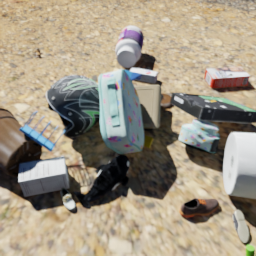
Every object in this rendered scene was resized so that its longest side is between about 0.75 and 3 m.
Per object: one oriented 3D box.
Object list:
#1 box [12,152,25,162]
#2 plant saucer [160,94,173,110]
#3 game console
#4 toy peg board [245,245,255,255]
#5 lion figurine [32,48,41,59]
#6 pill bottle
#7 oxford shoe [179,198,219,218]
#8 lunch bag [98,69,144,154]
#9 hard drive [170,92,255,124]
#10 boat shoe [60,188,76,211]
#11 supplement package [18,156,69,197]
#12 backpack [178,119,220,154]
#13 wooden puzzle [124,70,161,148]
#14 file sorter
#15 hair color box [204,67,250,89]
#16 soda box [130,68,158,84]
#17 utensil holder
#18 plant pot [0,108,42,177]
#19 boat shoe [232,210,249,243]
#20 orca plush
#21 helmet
[{"bbox_3d":[-3.737,0.669,8.778,0.922,0.502,0.590,19,76,-2],"label":"box"},{"bbox_3d":[1.449,-1.163,11.780,1.081,0.198,1.081,1,40,-1],"label":"plant saucer"},{"bbox_3d":[0.298,-0.766,10.947,1.860,1.636,1.083,12,-3,14],"label":"game console"},{"bbox_3d":[3.297,3.026,5.998,1.429,0.699,1.423,-12,22,-12],"label":"toy peg board"},{"bbox_3d":[-4.906,-3.999,15.163,0.495,0.293,0.809,-14,55,-28],"label":"lion figurine"},{"bbox_3d":[0.065,-4.123,14.362,1.314,1.314,2.359,5,44,6],"label":"pill bottle"},{"bbox_3d":[1.984,2.121,7.641,1.173,0.425,0.417,-11,41,-16],"label":"oxford shoe"},{"bbox_3d":[-0.258,-0.515,8.954,0.975,2.028,2.529,-12,73,16],"label":"lunch bag"},{"bbox_3d":[3.110,-0.721,10.154,2.676,0.506,1.870,1,22,-27],"label":"hard drive"},{"bbox_3d":[-1.724,2.011,7.906,0.290,0.266,0.777,-25,46,-27],"label":"boat shoe"},{"bbox_3d":[-2.465,1.417,8.245,1.299,0.739,0.711,-9,42,-10],"label":"supplement package"},{"bbox_3d":[2.365,0.237,9.313,1.297,0.994,1.140,11,14,17],"label":"backpack"},{"bbox_3d":[0.318,-0.717,10.144,1.857,0.322,2.753,8,79,18],"label":"wooden puzzle"},{"bbox_3d":[-2.567,0.080,8.530,1.109,0.680,0.770,37,3,-11],"label":"file sorter"},{"bbox_3d":[4.525,-2.338,12.909,1.732,0.554,0.960,-5,40,-8],"label":"hair color box"},{"bbox_3d":[0.722,-2.465,13.167,1.288,0.410,0.439,14,42,16],"label":"soda box"},{"bbox_3d":[3.972,1.081,7.755,2.261,1.922,1.922,6,40,8],"label":"utensil holder"},{"bbox_3d":[-3.733,0.525,8.702,1.721,1.738,1.738,31,48,23],"label":"plant pot"},{"bbox_3d":[2.894,2.567,7.259,0.290,0.250,0.798,5,58,-12],"label":"boat shoe"},{"bbox_3d":[-0.697,1.350,8.318,2.110,0.750,1.110,-28,47,-29],"label":"orca plush"},{"bbox_3d":[-1.800,-0.858,9.733,2.070,1.974,2.070,9,51,-12],"label":"helmet"}]
